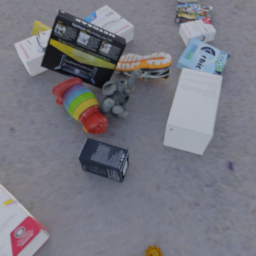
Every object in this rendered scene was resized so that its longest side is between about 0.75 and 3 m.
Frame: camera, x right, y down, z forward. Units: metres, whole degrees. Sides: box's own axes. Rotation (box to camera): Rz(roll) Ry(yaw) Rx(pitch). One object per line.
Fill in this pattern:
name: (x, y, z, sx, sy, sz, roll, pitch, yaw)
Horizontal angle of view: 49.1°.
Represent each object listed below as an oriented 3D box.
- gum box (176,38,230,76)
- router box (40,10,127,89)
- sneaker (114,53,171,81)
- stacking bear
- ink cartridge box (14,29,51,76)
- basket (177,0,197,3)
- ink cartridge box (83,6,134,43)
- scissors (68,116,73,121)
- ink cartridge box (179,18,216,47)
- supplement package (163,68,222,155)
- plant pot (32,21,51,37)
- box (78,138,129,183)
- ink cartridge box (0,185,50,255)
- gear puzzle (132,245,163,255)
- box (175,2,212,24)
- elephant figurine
gum box: (3.193, -2.847, 11.935, 1.795, 0.400, 1.525, 29, 69, 9)
router box: (-1.689, -2.846, 10.561, 2.666, 2.096, 0.696, 19, 33, -19)
sneaker: (0.528, -2.411, 11.578, 2.607, 1.007, 1.020, 5, 52, 24)
stacking bear: (-1.632, -0.682, 10.397, 1.251, 1.336, 2.200, -35, 75, -16)
ink cartridge box: (-3.624, -3.297, 12.085, 1.974, 0.848, 1.446, -28, 60, -17)
basket: (2.845, -7.016, 14.122, 1.313, 1.035, 1.489, -14, 70, -9)
ink cartridge box: (-0.883, -4.536, 12.837, 1.396, 0.805, 1.924, -38, 67, -20)
scissors: (-1.823, -0.768, 11.077, 0.505, 0.096, 1.380, 27, 68, -2)
ink cartridge box: (3.167, -4.400, 12.893, 1.354, 0.580, 1.000, -16, 61, -7)
supplement package: (2.330, -0.606, 10.162, 1.514, 1.519, 2.589, 15, 61, 9)
plant pot: (-3.941, -4.399, 12.844, 0.734, 0.781, 0.781, 14, 60, -11)
box: (-0.785, 1.108, 9.416, 1.501, 1.114, 0.804, 16, 61, 8)
ink cartridge box: (-4.006, 2.980, 8.322, 2.669, 1.143, 1.970, 37, 66, 21)
gear puzzle: (0.270, 4.382, 8.005, 1.176, 0.297, 2.271, 37, 66, 19)
box: (3.201, -5.552, 13.706, 1.704, 0.321, 1.163, 9, 61, 5)
elephant figurine: (-0.334, -1.275, 10.531, 1.392, 1.269, 1.794, 12, 73, 6)
